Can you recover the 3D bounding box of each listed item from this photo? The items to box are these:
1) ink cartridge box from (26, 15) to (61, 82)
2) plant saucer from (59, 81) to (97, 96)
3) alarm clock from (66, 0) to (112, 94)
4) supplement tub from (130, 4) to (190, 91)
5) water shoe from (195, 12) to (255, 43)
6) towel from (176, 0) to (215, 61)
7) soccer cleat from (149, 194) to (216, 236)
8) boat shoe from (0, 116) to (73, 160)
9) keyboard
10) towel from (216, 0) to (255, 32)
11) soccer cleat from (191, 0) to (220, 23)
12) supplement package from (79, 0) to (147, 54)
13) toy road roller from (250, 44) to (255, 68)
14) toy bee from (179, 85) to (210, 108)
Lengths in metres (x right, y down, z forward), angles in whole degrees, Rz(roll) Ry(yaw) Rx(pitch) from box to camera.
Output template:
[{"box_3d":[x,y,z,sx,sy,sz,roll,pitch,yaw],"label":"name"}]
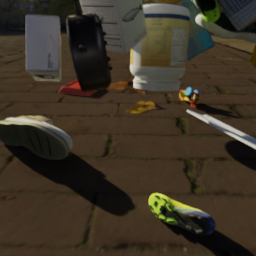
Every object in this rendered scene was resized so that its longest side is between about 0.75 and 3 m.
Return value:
[{"box_3d":[-1.912,-1.756,6.479,0.683,1.172,1.619,0,2,-12],"label":"ink cartridge box"},{"box_3d":[-2.276,-1.961,13.533,1.605,0.295,1.608,8,26,18],"label":"plant saucer"},{"box_3d":[-0.711,-1.372,5.684,0.718,2.156,1.455,-9,66,-4],"label":"alarm clock"},{"box_3d":[0.998,-2.565,9.205,1.843,2.552,1.843,2,15,-1],"label":"supplement tub"},{"box_3d":[2.880,-2.930,7.415,2.458,0.970,0.879,-2,40,-28],"label":"water shoe"},{"box_3d":[2.293,-3.857,11.208,1.592,2.172,0.236,-29,11,9],"label":"towel"},{"box_3d":[0.994,1.641,5.318,1.375,0.445,0.575,16,-2,41],"label":"soccer cleat"},{"box_3d":[-2.541,0.105,7.887,2.768,1.034,0.947,14,33,30],"label":"boat shoe"},{"box_3d":[2.047,0.111,5.472,0.669,0.127,2.377,10,16,-28],"label":"keyboard"},{"box_3d":[2.418,-2.728,5.487,1.255,1.208,0.217,-32,-15,22],"label":"towel"},{"box_3d":[1.490,-2.849,5.896,0.476,1.409,0.571,-32,-18,9],"label":"soccer cleat"},{"box_3d":[-0.372,-2.977,6.851,1.120,1.909,1.116,15,48,29],"label":"supplement package"},{"box_3d":[2.818,-1.494,5.158,0.621,1.010,0.738,-19,47,-27],"label":"toy road roller"},{"box_3d":[2.562,-1.239,11.422,0.979,0.813,1.496,14,-9,-7],"label":"toy bee"}]
